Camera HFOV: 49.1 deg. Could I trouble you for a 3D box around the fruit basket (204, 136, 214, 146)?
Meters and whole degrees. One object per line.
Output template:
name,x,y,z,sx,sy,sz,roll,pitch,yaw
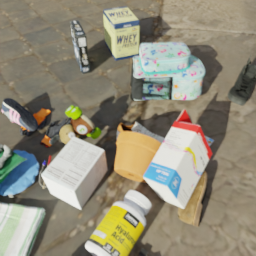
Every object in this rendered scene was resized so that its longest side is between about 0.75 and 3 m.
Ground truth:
fruit basket,2.442,0.443,9.524,0.728,0.369,0.786,28,49,25

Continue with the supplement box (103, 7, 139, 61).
supplement box,-0.339,-4.494,13.308,1.193,1.776,1.778,-15,48,-14

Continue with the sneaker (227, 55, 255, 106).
sneaker,4.577,-1.882,10.866,0.753,1.308,2.507,27,35,12

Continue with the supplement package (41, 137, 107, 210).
supplement package,-1.481,1.287,8.090,1.117,1.125,1.482,21,54,19

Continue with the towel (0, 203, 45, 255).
towel,-3.399,2.672,7.401,2.012,0.309,1.501,6,45,6

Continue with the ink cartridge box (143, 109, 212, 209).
ink cartridge box,1.551,0.818,7.828,0.804,1.390,2.392,14,62,41

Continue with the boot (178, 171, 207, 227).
boot,1.877,1.903,7.978,0.655,0.639,1.736,8,47,24

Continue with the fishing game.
fishing game,-3.515,1.405,8.628,2.216,0.345,1.587,0,52,0

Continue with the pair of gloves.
pair of gloves,-2.981,-0.070,10.130,1.667,0.206,1.486,22,50,19

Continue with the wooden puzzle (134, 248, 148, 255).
wooden puzzle,0.145,3.696,6.539,1.669,0.117,0.990,-33,55,-28

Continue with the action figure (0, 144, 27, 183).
action figure,-4.349,1.684,7.755,1.712,0.793,2.898,17,64,33

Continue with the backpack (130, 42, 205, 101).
backpack,1.541,-2.150,10.881,2.774,2.088,2.462,5,35,-3

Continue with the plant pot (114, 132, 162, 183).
plant pot,0.260,0.930,8.341,1.545,1.545,1.081,15,68,14

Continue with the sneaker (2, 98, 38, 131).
sneaker,-3.901,-0.348,10.078,1.626,0.667,0.570,43,35,12

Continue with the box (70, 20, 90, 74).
box,-2.108,-3.550,12.361,0.399,1.834,1.469,-14,48,-14

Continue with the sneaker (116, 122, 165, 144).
sneaker,0.493,0.256,9.363,1.815,0.768,0.661,10,32,8

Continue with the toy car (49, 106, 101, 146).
toy car,-1.845,0.191,9.214,1.436,1.180,1.133,-47,24,-12

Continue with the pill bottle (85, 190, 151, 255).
pill bottle,-0.169,2.477,6.988,0.986,0.986,1.773,25,57,22
